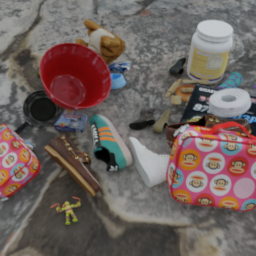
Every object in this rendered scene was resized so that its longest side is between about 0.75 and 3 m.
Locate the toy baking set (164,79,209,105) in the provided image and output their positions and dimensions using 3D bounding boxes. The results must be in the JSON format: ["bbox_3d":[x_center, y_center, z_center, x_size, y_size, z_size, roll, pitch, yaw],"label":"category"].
[{"bbox_3d":[2.693,-1.594,12.555,1.649,0.250,2.149,26,58,19],"label":"toy baking set"}]

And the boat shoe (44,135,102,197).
[{"bbox_3d":[-1.785,1.150,9.620,0.987,0.988,2.808,-39,57,-22],"label":"boat shoe"}]

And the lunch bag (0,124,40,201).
[{"bbox_3d":[-4.392,1.201,9.492,2.118,0.985,2.405,-41,58,-14],"label":"lunch bag"}]

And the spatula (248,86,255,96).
[{"bbox_3d":[4.875,-1.358,11.054,0.698,2.470,0.254,25,88,-1],"label":"spatula"}]

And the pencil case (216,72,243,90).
[{"bbox_3d":[4.578,-1.922,12.778,0.722,0.665,1.563,36,56,20],"label":"pencil case"}]

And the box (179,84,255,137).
[{"bbox_3d":[3.642,-0.303,10.701,2.958,0.680,2.351,17,64,22],"label":"box"}]

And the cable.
[{"bbox_3d":[3.646,-0.905,10.095,1.424,0.493,1.424,1,35,24],"label":"cable"}]

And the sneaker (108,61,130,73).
[{"bbox_3d":[-0.458,-2.955,13.814,1.198,0.443,0.493,-9,87,23],"label":"sneaker"}]

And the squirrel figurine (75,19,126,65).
[{"bbox_3d":[-1.431,-3.344,13.206,1.880,2.479,2.656,43,24,18],"label":"squirrel figurine"}]

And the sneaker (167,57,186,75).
[{"bbox_3d":[2.620,-3.021,13.849,0.693,0.488,1.305,24,59,43],"label":"sneaker"}]

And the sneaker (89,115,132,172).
[{"bbox_3d":[-0.929,0.498,10.278,1.036,0.925,2.592,-20,52,-27],"label":"sneaker"}]

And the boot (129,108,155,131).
[{"bbox_3d":[0.592,-0.398,11.575,1.186,0.410,1.032,-12,34,6],"label":"boot"}]

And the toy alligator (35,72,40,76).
[{"bbox_3d":[-4.074,-2.760,13.848,1.032,0.248,0.342,-29,21,-24],"label":"toy alligator"}]

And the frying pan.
[{"bbox_3d":[-3.670,-0.333,11.412,1.570,0.423,2.596,19,74,-6],"label":"frying pan"}]

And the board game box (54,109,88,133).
[{"bbox_3d":[-2.301,-0.362,11.521,1.154,0.356,1.153,4,47,4],"label":"board game box"}]

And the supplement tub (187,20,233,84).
[{"bbox_3d":[3.762,-3.469,12.987,1.789,2.461,1.789,0,47,0],"label":"supplement tub"}]

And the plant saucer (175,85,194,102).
[{"bbox_3d":[2.745,-1.628,12.811,1.166,0.218,1.166,0,47,0],"label":"plant saucer"}]

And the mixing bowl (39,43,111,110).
[{"bbox_3d":[-2.251,-1.792,11.299,2.820,1.527,2.820,10,65,-24],"label":"mixing bowl"}]

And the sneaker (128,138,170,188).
[{"bbox_3d":[0.827,1.086,9.986,1.176,0.750,2.036,-14,54,-20],"label":"sneaker"}]

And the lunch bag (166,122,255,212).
[{"bbox_3d":[2.735,1.056,8.428,2.942,2.591,1.205,10,17,-3],"label":"lunch bag"}]

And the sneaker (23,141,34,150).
[{"bbox_3d":[-4.043,0.759,10.500,1.098,0.411,0.476,6,55,15],"label":"sneaker"}]

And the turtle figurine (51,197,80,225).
[{"bbox_3d":[-1.901,2.621,8.761,0.928,0.299,0.749,-11,55,-19],"label":"turtle figurine"}]

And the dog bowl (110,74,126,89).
[{"bbox_3d":[-0.879,-2.170,12.855,1.616,0.400,0.901,9,37,33],"label":"dog bowl"}]

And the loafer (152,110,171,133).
[{"bbox_3d":[1.448,-0.217,11.335,0.427,0.481,1.265,28,59,21],"label":"loafer"}]

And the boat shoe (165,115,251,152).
[{"bbox_3d":[2.685,0.063,9.526,2.838,0.998,0.999,-14,14,4],"label":"boat shoe"}]
